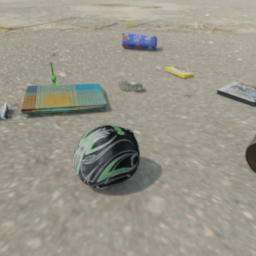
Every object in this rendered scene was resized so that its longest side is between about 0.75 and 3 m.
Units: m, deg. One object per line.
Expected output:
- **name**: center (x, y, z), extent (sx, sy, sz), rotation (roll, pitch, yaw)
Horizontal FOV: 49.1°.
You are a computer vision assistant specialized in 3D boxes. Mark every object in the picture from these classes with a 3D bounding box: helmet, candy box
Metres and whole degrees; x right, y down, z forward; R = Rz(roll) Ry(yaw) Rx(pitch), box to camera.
- **helmet**: center (-0.557, 0.642, 6.324), extent (1.358, 1.424, 1.424), rotation (-11, 32, -31)
- **candy box**: center (2.311, -2.521, 12.621), extent (0.648, 0.167, 1.267), rotation (-16, 35, -31)

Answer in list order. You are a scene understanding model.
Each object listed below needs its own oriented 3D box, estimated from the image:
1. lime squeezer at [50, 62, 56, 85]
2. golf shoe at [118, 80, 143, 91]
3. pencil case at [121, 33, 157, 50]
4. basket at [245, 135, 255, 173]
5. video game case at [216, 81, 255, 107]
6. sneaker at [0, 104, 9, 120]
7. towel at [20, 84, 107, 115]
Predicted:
- **lime squeezer**: center (-3.082, -1.882, 11.148), extent (0.271, 0.507, 1.436), rotation (-12, 63, 38)
- **golf shoe**: center (0.109, -1.644, 11.139), extent (1.035, 0.405, 0.503), rotation (12, 8, 16)
- **pencil case**: center (0.648, -4.922, 15.944), extent (2.064, 0.806, 0.897), rotation (9, 67, 13)
- **basket**: center (3.811, 0.424, 6.918), extent (1.753, 1.192, 1.580), rotation (-29, 55, -32)
- **video game case**: center (4.417, -1.330, 10.678), extent (1.382, 0.195, 1.530), rotation (-25, 39, -36)
- **sneaker**: center (-4.196, -0.554, 9.291), extent (0.361, 0.326, 0.846), rotation (-9, 32, -10)
- **towel**: center (-2.272, -1.087, 10.084), extent (2.817, 0.306, 2.066), rotation (-4, 31, -10)
